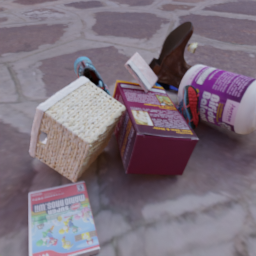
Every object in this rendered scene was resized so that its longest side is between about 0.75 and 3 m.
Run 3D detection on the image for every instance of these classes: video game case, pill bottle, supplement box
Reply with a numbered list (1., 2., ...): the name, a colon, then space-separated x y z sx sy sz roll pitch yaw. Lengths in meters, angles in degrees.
1. video game case: -1.496 2.055 6.251 1.384 0.169 1.935 -10 37 -13
2. pill bottle: 3.150 -0.794 8.525 2.978 1.672 1.672 26 43 37
3. supplement box: 0.525 -0.096 7.939 1.616 1.254 2.929 5 32 -17

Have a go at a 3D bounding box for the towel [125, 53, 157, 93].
1. towel: 0.419 -1.684 8.416 0.171 1.058 1.011 -30 17 35

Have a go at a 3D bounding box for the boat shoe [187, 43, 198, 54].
1. boat shoe: 2.047 -2.590 8.969 0.270 0.301 0.813 22 26 5

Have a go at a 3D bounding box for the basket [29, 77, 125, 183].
1. basket: -1.292 0.036 7.180 1.494 1.841 1.857 34 43 6

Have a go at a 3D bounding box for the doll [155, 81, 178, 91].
1. doll: 1.691 -1.868 11.449 1.803 0.437 1.230 16 51 23

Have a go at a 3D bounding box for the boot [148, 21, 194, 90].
1. boot: 2.258 -2.164 9.652 2.588 2.412 0.831 19 49 -24

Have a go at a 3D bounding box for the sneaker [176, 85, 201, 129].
1. sneaker: 1.641 -0.601 8.103 0.567 1.430 0.683 -37 40 -30

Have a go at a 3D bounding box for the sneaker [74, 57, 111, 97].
1. sneaker: -1.137 -1.349 9.337 0.790 1.993 0.952 -34 36 -1

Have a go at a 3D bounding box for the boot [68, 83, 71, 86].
1. boot: -1.602 -1.084 9.780 0.453 1.224 1.003 -37 1 8
